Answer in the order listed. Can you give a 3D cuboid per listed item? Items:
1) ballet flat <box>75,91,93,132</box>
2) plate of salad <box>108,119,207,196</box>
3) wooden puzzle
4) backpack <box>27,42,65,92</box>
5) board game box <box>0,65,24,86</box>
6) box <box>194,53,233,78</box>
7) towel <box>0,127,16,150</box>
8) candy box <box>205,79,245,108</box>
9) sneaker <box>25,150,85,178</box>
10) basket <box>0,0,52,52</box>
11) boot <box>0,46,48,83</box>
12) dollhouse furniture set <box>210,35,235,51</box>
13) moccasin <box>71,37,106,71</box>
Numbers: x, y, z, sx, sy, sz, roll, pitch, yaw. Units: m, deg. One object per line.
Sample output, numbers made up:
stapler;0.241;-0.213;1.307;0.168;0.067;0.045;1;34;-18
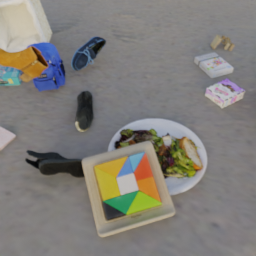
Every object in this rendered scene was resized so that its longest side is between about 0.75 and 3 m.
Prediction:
ballet flat;-1.536;-0.542;9.628;0.533;0.623;1.876;-33;37;29
plate of salad;0.853;0.649;8.226;2.927;0.703;2.927;0;47;0
wooden puzzle;-0.048;1.457;7.213;1.992;0.401;2.153;-15;62;-5
backpack;-3.039;-2.245;10.311;1.292;1.590;1.334;-12;45;-4
board game box;-5.097;-2.217;11.195;1.712;0.402;1.292;-3;47;-2
box;3.547;-2.631;11.700;1.026;0.271;1.316;-17;49;-15
towel;-4.100;0.347;8.916;0.776;0.125;0.741;25;50;23
candy box;3.547;-1.275;10.301;1.071;0.383;0.898;-25;51;-22
sneaker;-1.954;0.981;7.936;1.781;0.535;0.929;6;14;-25
basket;-4.673;-4.405;11.928;2.190;2.171;1.762;-11;38;4
boot;-3.397;-2.256;8.748;1.197;1.672;0.588;-29;32;32
dollhouse furniture set;4.298;-3.823;12.820;0.836;0.556;0.733;12;43;-20
moccasin;-1.610;-3.108;11.478;0.638;0.753;1.872;19;69;36
